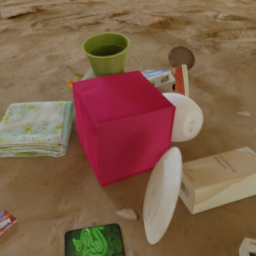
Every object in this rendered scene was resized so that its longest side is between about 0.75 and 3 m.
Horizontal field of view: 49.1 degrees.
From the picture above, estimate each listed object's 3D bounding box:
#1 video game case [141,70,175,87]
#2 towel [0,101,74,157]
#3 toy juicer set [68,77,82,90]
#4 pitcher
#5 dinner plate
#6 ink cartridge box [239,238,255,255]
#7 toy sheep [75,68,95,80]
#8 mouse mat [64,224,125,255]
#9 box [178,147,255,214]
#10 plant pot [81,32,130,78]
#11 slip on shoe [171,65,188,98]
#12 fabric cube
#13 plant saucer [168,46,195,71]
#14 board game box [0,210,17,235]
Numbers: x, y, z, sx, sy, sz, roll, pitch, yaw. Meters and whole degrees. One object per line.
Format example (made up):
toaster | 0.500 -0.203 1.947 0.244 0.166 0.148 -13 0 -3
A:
video game case | 0.794 -2.189 12.864 1.873 0.470 2.066 -22 22 -24
towel | -3.413 -0.070 10.381 2.556 0.719 2.986 0 37 -4
toy juicer set | -2.359 -2.098 13.471 0.958 0.410 1.507 -23 43 -29
pitcher | 1.542 -0.597 10.580 2.380 1.681 2.774 -17 28 -38
dinner plate | 0.730 1.573 6.827 0.286 2.356 2.356 16 36 -5
ink cartridge box | 3.012 3.216 6.089 0.994 0.565 1.364 9 37 12
toy sheep | -1.114 -1.626 11.508 2.021 2.021 2.931 21 22 26
mouse mat | -0.782 3.124 6.657 1.446 0.068 1.798 -7 36 -9
box | 2.686 1.458 8.074 2.451 0.953 1.164 -13 33 -16
plant pot | -0.700 -2.222 9.694 1.596 1.515 1.596 -2 47 2
slip on shoe | 2.055 -1.563 11.045 0.639 2.088 0.774 -5 50 12
fabric cube | -0.223 -0.073 8.998 2.430 2.477 2.469 -15 41 -20
plant saucer | 2.815 -3.643 14.628 1.465 1.465 0.268 16 47 20
board game box | -3.516 2.632 7.283 0.556 0.105 1.079 24 42 27
